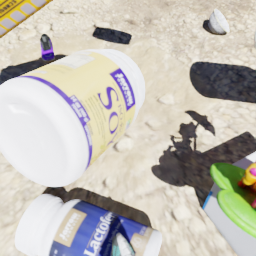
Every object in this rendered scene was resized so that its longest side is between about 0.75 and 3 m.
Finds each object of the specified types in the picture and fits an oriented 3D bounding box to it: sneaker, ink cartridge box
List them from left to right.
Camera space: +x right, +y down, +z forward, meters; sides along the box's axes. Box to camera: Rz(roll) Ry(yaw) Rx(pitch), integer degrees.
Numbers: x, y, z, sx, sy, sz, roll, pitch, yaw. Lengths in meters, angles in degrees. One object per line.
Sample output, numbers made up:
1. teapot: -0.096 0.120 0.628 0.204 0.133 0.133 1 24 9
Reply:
1. sneaker: -2.859 -2.836 9.709 0.432 0.618 1.242 -12 50 -11
2. sneaker: -0.137 1.767 3.529 0.511 0.435 1.121 -30 13 -5
3. ink cartridge box: 2.944 1.368 5.459 2.199 1.619 1.591 -22 53 -19

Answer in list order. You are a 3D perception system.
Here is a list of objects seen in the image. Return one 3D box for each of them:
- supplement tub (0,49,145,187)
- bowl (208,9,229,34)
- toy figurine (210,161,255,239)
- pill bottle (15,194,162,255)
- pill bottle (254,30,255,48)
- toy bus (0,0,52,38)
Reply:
1. supplement tub: -0.800 -0.315 4.489 1.619 1.619 2.227 23 37 18
2. bowl: 3.365 -3.939 10.634 1.013 0.476 1.013 25 52 -37
3. toy figurine: 2.092 0.191 3.451 1.558 1.910 2.075 35 21 27
4. pill bottle: -0.693 2.101 5.013 2.354 1.362 1.362 17 52 14
5. pill bottle: 3.853 -1.594 5.776 2.615 1.493 1.493 11 37 -42
6. toy bus: -2.471 -2.083 4.772 2.477 0.970 0.806 -21 65 27
